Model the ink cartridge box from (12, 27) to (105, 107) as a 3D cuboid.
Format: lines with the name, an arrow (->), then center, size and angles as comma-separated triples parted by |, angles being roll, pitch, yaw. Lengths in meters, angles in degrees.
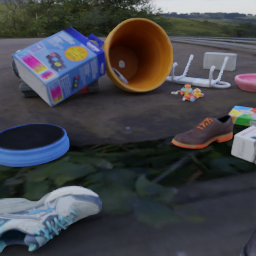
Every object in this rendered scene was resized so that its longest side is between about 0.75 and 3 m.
ink cartridge box -> -2.171, -2.346, 9.919 | 2.939, 1.122, 2.005 | -37, 63, -28

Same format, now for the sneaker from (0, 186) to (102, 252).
sneaker -> -1.090, 1.283, 3.729 | 1.565, 0.607, 0.675 | -11, 36, -9

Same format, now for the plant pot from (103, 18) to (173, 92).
plant pot -> 0.088, -2.778, 11.468 | 2.684, 2.684, 2.457 | -8, 7, -18

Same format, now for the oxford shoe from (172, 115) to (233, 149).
oxford shoe -> 1.754, 0.050, 6.568 | 1.714, 0.622, 0.610 | -13, 25, -29

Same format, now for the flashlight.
flashlight -> -2.551, -1.689, 10.660 | 2.825, 0.956, 0.960 | -7, 59, -6

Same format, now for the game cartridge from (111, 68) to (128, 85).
game cartridge -> -0.318, -1.983, 10.797 | 0.762, 0.156, 0.507 | 51, 7, 34

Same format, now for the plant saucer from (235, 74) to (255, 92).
plant saucer -> 5.356, -1.838, 11.565 | 1.815, 0.460, 1.815 | -1, 22, 0

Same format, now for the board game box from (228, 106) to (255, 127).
board game box -> 3.401, -0.344, 8.119 | 0.821, 0.216, 1.073 | 12, 25, 28

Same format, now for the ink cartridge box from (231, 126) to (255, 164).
ink cartridge box -> 2.897, 0.425, 5.806 | 0.842, 0.489, 1.167 | -19, 28, -39

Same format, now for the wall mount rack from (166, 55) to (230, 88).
wall mount rack -> 3.240, -2.565, 12.557 | 2.904, 1.083, 2.523 | 13, 25, 28

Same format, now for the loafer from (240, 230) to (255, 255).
loafer -> 2.581, 1.119, 3.508 | 2.812, 0.886, 1.011 | -12, 25, -28

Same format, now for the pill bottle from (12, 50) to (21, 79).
pill bottle -> -3.808, -2.787, 12.690 | 2.602, 1.382, 1.382 | 9, 23, 22

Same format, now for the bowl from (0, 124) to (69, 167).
bowl -> -2.197, 0.315, 6.304 | 1.696, 0.333, 1.696 | 0, 21, 0

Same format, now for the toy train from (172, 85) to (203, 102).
toy train -> 2.231, -1.336, 10.431 | 0.969, 0.359, 1.291 | -9, 24, -22

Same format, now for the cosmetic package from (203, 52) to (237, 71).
cosmetic package -> 5.177, -3.760, 15.825 | 1.690, 0.902, 0.762 | 13, 25, 25
